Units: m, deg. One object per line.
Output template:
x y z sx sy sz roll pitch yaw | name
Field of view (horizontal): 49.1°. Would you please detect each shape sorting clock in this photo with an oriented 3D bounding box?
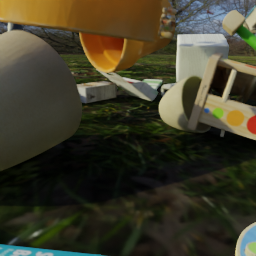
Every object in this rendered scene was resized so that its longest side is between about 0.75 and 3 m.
2.301 1.553 2.765 2.330 0.457 2.330 0 18 0 | shape sorting clock

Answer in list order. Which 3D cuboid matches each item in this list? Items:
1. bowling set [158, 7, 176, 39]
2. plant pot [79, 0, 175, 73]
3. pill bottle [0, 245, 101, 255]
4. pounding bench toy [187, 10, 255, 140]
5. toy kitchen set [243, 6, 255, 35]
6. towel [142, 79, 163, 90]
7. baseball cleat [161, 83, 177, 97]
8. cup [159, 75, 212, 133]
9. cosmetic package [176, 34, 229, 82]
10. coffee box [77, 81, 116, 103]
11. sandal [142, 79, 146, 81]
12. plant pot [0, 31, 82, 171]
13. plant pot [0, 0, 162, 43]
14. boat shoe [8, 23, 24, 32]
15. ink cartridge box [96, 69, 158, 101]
0.997 -2.785 7.343 0.442 0.823 0.573 10 12 4 | bowling set
0.107 -3.692 10.083 2.717 2.968 2.968 -20 26 -33 | plant pot
-0.531 1.458 1.891 2.102 1.164 1.164 2 18 7 | pill bottle
3.016 -1.133 6.727 2.206 2.828 1.757 19 23 16 | pounding bench toy
3.737 -3.141 7.394 1.108 0.815 1.383 -11 -14 -10 | toy kitchen set
1.074 -2.148 14.291 1.079 0.166 1.415 9 35 23 | towel
2.272 -1.834 12.465 1.521 0.997 2.858 3 17 9 | baseball cleat
1.580 -0.605 8.101 1.599 1.599 1.143 -17 5 -42 | cup
2.165 -2.104 8.427 1.378 1.146 1.153 2 34 8 | cosmetic package
-1.443 -1.574 12.160 1.689 0.673 0.966 -17 24 -42 | coffee box
1.006 -2.391 15.084 0.701 0.447 1.866 4 18 12 | sandal
-2.826 -0.176 5.350 2.665 2.665 2.846 10 34 28 | plant pot
-0.611 -2.417 3.763 2.364 2.164 2.364 7 18 -2 | plant pot
-3.357 -2.624 8.296 0.507 1.640 0.614 12 -2 -31 | boat shoe
-0.044 -1.992 11.899 2.203 0.552 1.773 35 -6 -37 | ink cartridge box
